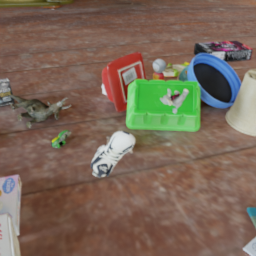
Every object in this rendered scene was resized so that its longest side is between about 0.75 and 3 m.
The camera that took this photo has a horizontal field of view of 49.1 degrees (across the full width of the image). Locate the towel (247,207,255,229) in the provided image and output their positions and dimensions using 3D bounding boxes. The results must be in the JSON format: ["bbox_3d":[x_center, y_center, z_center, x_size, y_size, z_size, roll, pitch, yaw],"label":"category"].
[{"bbox_3d":[3.351,2.287,6.812,0.669,0.099,0.912,1,28,2],"label":"towel"}]

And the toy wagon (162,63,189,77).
[{"bbox_3d":[2.510,-3.074,14.702,1.692,0.335,1.312,-20,32,-25],"label":"toy wagon"}]

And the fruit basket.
[{"bbox_3d":[1.327,-0.908,10.623,2.918,2.105,2.918,3,-10,1],"label":"fruit basket"}]

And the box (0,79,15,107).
[{"bbox_3d":[-5.510,-1.363,11.569,1.353,1.067,0.337,-18,37,-26],"label":"box"}]

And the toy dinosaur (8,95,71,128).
[{"bbox_3d":[-3.628,-0.703,10.912,2.631,1.013,1.345,12,21,30],"label":"toy dinosaur"}]

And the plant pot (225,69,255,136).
[{"bbox_3d":[4.855,-1.047,10.308,2.094,1.917,2.094,0,33,0],"label":"plant pot"}]

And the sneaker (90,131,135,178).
[{"bbox_3d":[-0.443,0.754,6.915,1.509,0.602,0.982,-29,29,42],"label":"sneaker"}]

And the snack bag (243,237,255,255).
[{"bbox_3d":[3.175,2.758,6.159,0.880,0.100,0.934,-22,38,-30],"label":"snack bag"}]

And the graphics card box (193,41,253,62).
[{"bbox_3d":[5.634,-4.567,16.755,2.921,0.743,1.832,-7,34,-9],"label":"graphics card box"}]

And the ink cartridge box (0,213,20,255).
[{"bbox_3d":[-3.269,2.912,5.040,2.526,1.057,1.832,-14,36,-20],"label":"ink cartridge box"}]

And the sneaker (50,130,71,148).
[{"bbox_3d":[-2.239,0.412,9.598,0.369,0.338,0.866,23,48,19],"label":"sneaker"}]

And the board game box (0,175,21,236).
[{"bbox_3d":[-3.671,2.036,6.943,1.852,0.382,1.856,-9,32,-15],"label":"board game box"}]

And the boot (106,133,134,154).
[{"bbox_3d":[-0.302,0.551,9.346,0.802,0.385,1.096,-12,33,-6],"label":"boot"}]

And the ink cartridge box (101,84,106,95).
[{"bbox_3d":[-0.811,-1.756,12.700,0.758,0.475,0.487,28,42,35],"label":"ink cartridge box"}]

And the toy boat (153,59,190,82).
[{"bbox_3d":[2.553,-2.382,12.847,2.911,1.353,2.447,7,35,10],"label":"toy boat"}]

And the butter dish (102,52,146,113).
[{"bbox_3d":[-0.343,-1.972,11.848,1.555,2.098,2.104,13,34,43],"label":"butter dish"}]

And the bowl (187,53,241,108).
[{"bbox_3d":[3.628,-1.971,11.805,2.592,0.509,2.592,13,57,-21],"label":"bowl"}]

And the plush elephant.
[{"bbox_3d":[1.239,-0.842,8.001,0.581,0.750,0.618,22,0,-21],"label":"plush elephant"}]
